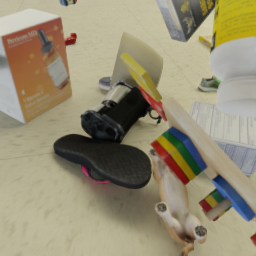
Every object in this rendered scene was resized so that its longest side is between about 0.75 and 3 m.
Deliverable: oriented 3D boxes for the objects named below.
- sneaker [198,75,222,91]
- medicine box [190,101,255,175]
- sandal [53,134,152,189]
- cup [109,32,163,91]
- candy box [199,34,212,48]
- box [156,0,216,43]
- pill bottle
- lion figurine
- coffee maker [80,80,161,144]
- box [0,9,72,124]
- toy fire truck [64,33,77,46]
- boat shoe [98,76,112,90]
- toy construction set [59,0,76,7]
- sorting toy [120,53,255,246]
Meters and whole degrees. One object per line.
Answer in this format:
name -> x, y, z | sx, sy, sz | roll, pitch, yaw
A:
sneaker -> 2.954, -1.543, 9.496 | 1.105, 0.490, 0.425 | -5, 38, -7
medicine box -> 2.284, 0.196, 6.927 | 1.685, 0.867, 1.535 | 12, 39, 13
sandal -> -0.612, 0.790, 6.490 | 2.957, 0.666, 1.111 | 15, 32, 41
cup -> 0.310, -1.876, 8.905 | 1.424, 1.991, 1.991 | 13, 38, -2
candy box -> 4.090, -3.787, 12.584 | 1.029, 0.266, 2.013 | -11, 39, -10
box -> 1.414, -3.552, 6.751 | 0.548, 2.266, 1.795 | 29, 75, 40
pill bottle -> 2.232, -1.623, 4.846 | 1.509, 1.509, 2.711 | 7, 80, 9
lion figurine -> 0.925, 1.336, 5.330 | 0.928, 1.568, 2.561 | -6, 53, 11
coffee maker -> -0.133, -0.297, 7.356 | 1.638, 1.149, 1.706 | 16, 41, 19
box -> -2.917, -1.812, 8.120 | 1.373, 2.583, 1.967 | 25, 45, 28
toy fire truck -> -2.807, -4.105, 13.003 | 1.076, 0.262, 0.759 | -21, 42, -24
boat shoe -> -0.335, -1.658, 9.176 | 1.556, 0.722, 0.581 | 7, 47, 21
toy construction set -> -2.114, -4.476, 8.965 | 0.727, 1.035, 1.579 | -13, 31, -2
sorting toy -> 0.665, 0.398, 2.796 | 0.445, 1.268, 2.631 | -39, 72, 1
